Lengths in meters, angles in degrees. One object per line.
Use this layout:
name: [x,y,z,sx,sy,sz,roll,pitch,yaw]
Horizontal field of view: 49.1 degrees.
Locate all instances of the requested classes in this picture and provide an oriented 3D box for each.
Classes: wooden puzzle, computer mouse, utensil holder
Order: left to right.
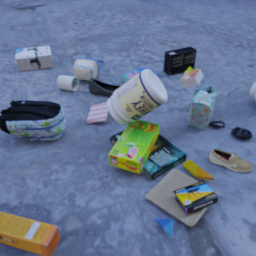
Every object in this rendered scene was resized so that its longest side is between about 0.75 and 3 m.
utensil holder: [-3.056,-2.265,14.154,0.857,0.728,0.728,10,38,17]
wooden puzzle: [1.692,2.126,8.779,2.811,0.329,1.897,-29,43,-33]
computer mouse: [4.175,0.116,11.465,1.770,0.301,0.519,24,55,36]

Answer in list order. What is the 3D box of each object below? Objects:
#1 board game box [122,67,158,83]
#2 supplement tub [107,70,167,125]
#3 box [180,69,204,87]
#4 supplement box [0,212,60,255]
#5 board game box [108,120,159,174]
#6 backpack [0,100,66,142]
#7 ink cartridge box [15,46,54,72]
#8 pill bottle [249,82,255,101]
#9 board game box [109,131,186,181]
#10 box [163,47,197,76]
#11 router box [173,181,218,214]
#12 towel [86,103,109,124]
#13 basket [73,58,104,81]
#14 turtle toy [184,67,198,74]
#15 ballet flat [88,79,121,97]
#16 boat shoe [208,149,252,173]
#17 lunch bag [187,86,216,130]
board game box: [0.657,-2.720,15.030,1.577,0.355,1.199,-27,45,-31]
supplement tub: [0.301,-1.045,9.998,1.866,1.353,1.353,-32,28,26]
box: [2.785,-2.161,12.230,0.788,0.419,0.600,-2,45,49]
supplement box: [-2.864,2.835,7.557,1.919,0.639,0.660,9,38,10]
board game box: [0.266,0.570,10.013,1.126,0.528,2.216,14,40,16]
backpack: [-3.579,-0.332,11.080,2.251,1.730,1.836,-11,29,14]
ink cartridge box: [-5.474,-4.077,16.399,1.979,0.829,1.436,-10,39,-13]
pill bottle: [6.621,-1.302,12.437,1.259,1.259,2.273,-24,43,-28]
board game box: [0.684,0.765,10.490,1.694,0.353,2.505,-24,44,-28]
box: [2.885,-3.739,15.650,1.726,1.218,0.681,-16,37,-20]
router box: [2.002,2.059,8.379,1.066,0.272,0.795,-16,31,-16]
towel: [-1.285,-0.649,12.303,0.922,0.188,1.260,-9,39,15]
basket: [-2.196,-3.264,15.079,1.444,1.139,1.638,11,48,13]
turtle toy: [3.498,-2.837,15.049,1.026,0.519,0.748,19,42,22]
ballet flat: [-0.815,-1.925,13.713,2.437,0.692,0.810,8,38,10]
boat shoe: [3.630,1.137,9.879,1.506,0.500,0.557,14,40,17]
lunch bag: [3.145,-0.912,11.858,0.945,1.321,1.550,18,44,18]
